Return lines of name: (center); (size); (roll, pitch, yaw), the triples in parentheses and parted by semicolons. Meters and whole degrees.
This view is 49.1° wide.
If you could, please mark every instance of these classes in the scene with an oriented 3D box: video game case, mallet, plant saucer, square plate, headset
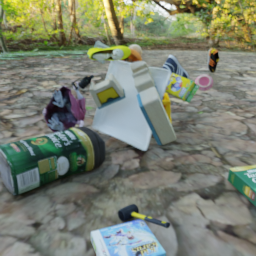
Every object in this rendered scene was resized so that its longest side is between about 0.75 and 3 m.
video game case: (-0.025, 2.090, 4.928); (1.061, 0.241, 0.961); (-8, 22, -20)
mallet: (0.354, 1.733, 5.469); (1.271, 0.262, 0.419); (-4, 6, 44)
plant saucer: (3.258, -1.956, 12.017); (0.755, 0.755, 0.191); (6, -17, 16)
square plate: (0.059, -0.850, 9.498); (2.640, 2.615, 0.375); (21, 7, 38)
headset: (-1.457, -1.493, 9.051); (0.526, 0.400, 0.852); (-29, 16, 48)

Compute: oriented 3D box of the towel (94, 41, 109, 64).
towel: (-1.405, -3.848, 14.312); (0.817, 0.954, 0.230); (32, 32, 8)

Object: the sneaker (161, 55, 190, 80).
sneaker: (1.775, -2.051, 10.661); (0.725, 1.337, 0.469); (-52, 32, -11)

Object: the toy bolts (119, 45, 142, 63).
toy bolts: (0.879, -2.579, 13.535); (2.663, 2.788, 1.934); (14, 60, 34)

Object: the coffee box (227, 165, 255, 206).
coffee box: (3.266, 1.444, 6.478); (1.110, 0.397, 1.805); (-4, 20, -11)

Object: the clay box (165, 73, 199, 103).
clay box: (1.613, -1.265, 8.758); (1.113, 0.640, 0.265); (33, 2, 44)

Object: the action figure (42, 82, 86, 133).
action figure: (-1.990, -0.569, 10.340); (1.982, 1.783, 2.662); (43, 3, 8)

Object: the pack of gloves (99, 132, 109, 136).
pack of gloves: (-0.277, -0.358, 10.395); (1.319, 1.570, 0.310); (17, -9, 43)

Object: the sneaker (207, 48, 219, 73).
sneaker: (3.617, -2.777, 11.772); (0.375, 1.073, 0.483); (-25, 35, -17)

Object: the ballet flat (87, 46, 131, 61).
ballet flat: (-0.561, -2.211, 8.514); (1.332, 0.445, 0.447); (-3, 33, -6)

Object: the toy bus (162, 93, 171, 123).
toy bus: (0.775, -0.848, 10.522); (1.735, 1.665, 1.177); (-1, 30, 0)

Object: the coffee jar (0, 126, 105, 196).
coffee jar: (-1.936, 0.745, 7.364); (2.609, 1.113, 1.361); (-15, 25, -36)

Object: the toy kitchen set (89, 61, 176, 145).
toy kitchen set: (0.004, -0.561, 8.397); (2.047, 1.505, 2.555); (-23, 35, 10)
